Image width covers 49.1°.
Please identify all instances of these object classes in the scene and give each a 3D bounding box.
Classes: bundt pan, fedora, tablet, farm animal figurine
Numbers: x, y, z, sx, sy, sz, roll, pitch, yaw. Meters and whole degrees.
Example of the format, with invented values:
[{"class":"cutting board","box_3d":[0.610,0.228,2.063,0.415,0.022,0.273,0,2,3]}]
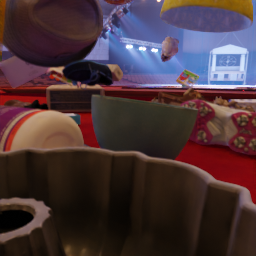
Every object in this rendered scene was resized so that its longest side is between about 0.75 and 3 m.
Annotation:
[{"class":"bundt pan","box_3d":[-0.574,0.866,1.352,2.586,0.970,2.586,1,10,0]},{"class":"fedora","box_3d":[-1.607,-2.526,6.459,2.576,2.278,1.163,-4,14,-34]},{"class":"tablet","box_3d":[-3.307,-2.118,9.483,1.755,1.142,0.120,-32,59,-16]},{"class":"farm animal figurine","box_3d":[3.339,-0.612,9.422,1.414,0.881,1.751,-4,11,-22]}]

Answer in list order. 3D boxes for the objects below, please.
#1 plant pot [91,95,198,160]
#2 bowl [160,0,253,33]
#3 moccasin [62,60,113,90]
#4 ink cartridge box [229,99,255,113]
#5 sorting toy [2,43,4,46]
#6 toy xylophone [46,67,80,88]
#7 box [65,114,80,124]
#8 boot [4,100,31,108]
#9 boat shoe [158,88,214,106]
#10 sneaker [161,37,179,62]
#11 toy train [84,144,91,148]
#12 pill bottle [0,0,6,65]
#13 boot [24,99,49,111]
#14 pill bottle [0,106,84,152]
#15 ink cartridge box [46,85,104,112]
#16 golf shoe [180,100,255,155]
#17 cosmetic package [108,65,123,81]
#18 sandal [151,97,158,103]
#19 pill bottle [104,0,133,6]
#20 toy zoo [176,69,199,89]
[{"class":"plant pot","box_3d":[0.192,0.137,4.511,1.676,1.129,1.676,7,6,-1]},{"class":"bowl","box_3d":[2.076,-3.371,7.199,2.349,1.264,2.349,8,8,-1]},{"class":"moccasin","box_3d":[-0.969,-1.441,7.620,0.713,0.604,1.772,-32,-11,39]},{"class":"ink cartridge box","box_3d":[5.679,-0.934,12.101,2.368,0.524,1.113,2,12,8]},{"class":"sorting toy","box_3d":[-3.935,-3.513,9.712,1.265,2.369,2.132,-9,-17,9]},{"class":"toy xylophone","box_3d":[-2.039,-1.619,8.884,1.126,0.283,0.824,28,36,-10]},{"class":"box","box_3d":[-2.215,-0.266,9.137,1.247,0.307,0.513,-4,11,-18]},{"class":"boot","box_3d":[-5.111,-0.883,12.189,1.400,0.483,1.503,0,15,8]},{"class":"boat shoe","box_3d":[2.588,-1.122,11.644,2.941,1.058,1.061,7,13,33]},{"class":"sneaker","box_3d":[1.120,-2.144,7.985,0.513,0.603,1.362,20,6,7]},{"class":"toy train","box_3d":[-0.849,0.481,4.874,0.640,0.479,1.123,3,6,-42]},{"class":"pill bottle","box_3d":[-3.097,-2.395,5.320,1.406,2.532,1.406,2,-5,0]},{"class":"boot","box_3d":[-3.292,-0.438,8.361,1.304,0.593,1.553,-18,-4,25]},{"class":"pill bottle","box_3d":[-1.709,0.243,4.203,2.001,1.125,1.125,8,13,35]},{"class":"ink cartridge box","box_3d":[-2.464,-1.434,13.171,2.419,1.103,2.937,-1,11,-10]},{"class":"golf shoe","box_3d":[2.298,-0.011,6.492,1.231,1.013,2.690,5,13,-36]},{"class":"cosmetic package","box_3d":[-0.814,-2.204,11.201,1.102,0.403,0.571,11,-28,34]},{"class":"sandal","box_3d":[1.612,-1.522,15.596,0.586,0.391,1.433,0,11,2]},{"class":"pill bottle","box_3d":[-0.473,-3.246,5.066,1.131,1.131,2.016,5,-7,23]},{"class":"toy zoo","box_3d":[1.898,-1.551,9.006,0.548,0.086,0.836,30,50,13]}]
